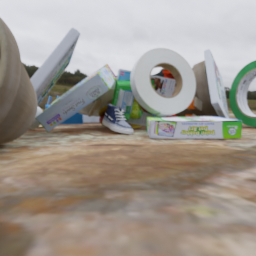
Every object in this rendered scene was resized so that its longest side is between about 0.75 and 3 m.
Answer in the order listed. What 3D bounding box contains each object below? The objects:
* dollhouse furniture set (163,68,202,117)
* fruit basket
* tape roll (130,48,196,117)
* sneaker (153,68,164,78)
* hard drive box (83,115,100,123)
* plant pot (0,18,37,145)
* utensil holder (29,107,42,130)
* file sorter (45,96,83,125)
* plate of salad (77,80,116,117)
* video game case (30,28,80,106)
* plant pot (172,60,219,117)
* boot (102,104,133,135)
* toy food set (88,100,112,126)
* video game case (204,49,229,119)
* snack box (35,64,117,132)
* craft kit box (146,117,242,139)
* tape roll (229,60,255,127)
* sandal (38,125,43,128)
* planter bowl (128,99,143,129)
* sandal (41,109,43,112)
[{"bbox_3d":[1.653,-1.124,10.975,2.247,2.223,1.158,5,-7,32],"label":"dollhouse furniture set"},{"bbox_3d":[0.494,-0.960,10.029,2.109,1.954,0.989,12,22,-5],"label":"fruit basket"},{"bbox_3d":[1.195,-1.537,9.439,2.330,2.330,0.426,-2,-9,-21],"label":"tape roll"},{"bbox_3d":[1.171,-1.967,13.198,2.901,0.871,1.513,-14,38,19],"label":"sneaker"},{"bbox_3d":[-1.999,-0.987,14.224,1.923,1.499,0.739,-2,5,-19],"label":"hard drive box"},{"bbox_3d":[-3.045,-0.704,5.342,2.848,2.848,2.472,0,-11,6],"label":"plant pot"},{"bbox_3d":[-3.766,-0.447,9.992,0.954,0.954,1.122,3,-6,32],"label":"utensil holder"},{"bbox_3d":[-2.869,-0.862,12.925,1.557,1.081,0.956,0,43,-2],"label":"file sorter"},{"bbox_3d":[-0.984,-1.291,11.606,2.887,0.693,2.887,-8,-26,-4],"label":"plate of salad"},{"bbox_3d":[-2.543,-1.298,8.300,0.324,2.941,2.681,36,-15,-12],"label":"video game case"},{"bbox_3d":[2.821,-1.289,12.898,2.510,2.893,2.893,-17,-4,27],"label":"plant pot"},{"bbox_3d":[-0.324,-0.299,8.973,0.578,0.718,1.589,7,10,-37],"label":"boot"},{"bbox_3d":[-0.391,-0.397,11.902,2.569,0.839,1.511,2,-27,-32],"label":"toy food set"},{"bbox_3d":[3.569,-1.543,11.175,0.288,2.431,2.213,-14,-29,26],"label":"video game case"},{"bbox_3d":[-1.696,-1.059,9.528,2.608,0.691,1.855,-32,17,16],"label":"snack box"},{"bbox_3d":[1.790,-0.051,8.502,2.422,0.595,2.452,3,4,2],"label":"craft kit box"},{"bbox_3d":[5.235,-1.340,11.018,0.638,2.652,2.652,3,2,-28],"label":"tape roll"},{"bbox_3d":[-4.150,-0.427,11.677,2.330,0.766,0.854,4,5,41],"label":"sandal"},{"bbox_3d":[-0.012,-0.452,10.988,1.474,1.474,0.614,-1,-30,-17],"label":"planter bowl"},{"bbox_3d":[-4.089,-0.453,12.728,0.632,0.705,1.922,-20,3,-15],"label":"sandal"}]
